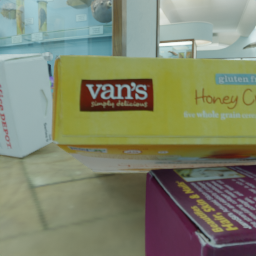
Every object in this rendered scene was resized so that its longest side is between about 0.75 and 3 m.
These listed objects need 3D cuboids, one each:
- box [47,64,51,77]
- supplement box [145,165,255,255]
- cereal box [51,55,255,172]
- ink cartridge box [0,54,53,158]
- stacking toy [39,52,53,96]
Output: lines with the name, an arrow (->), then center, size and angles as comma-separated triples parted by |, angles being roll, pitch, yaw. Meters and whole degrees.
box -> -3.243, -1.093, 8.938 | 1.192, 1.997, 2.031 | 1, 10, -1
supplement box -> 0.953, 0.705, 1.648 | 1.541, 0.795, 1.009 | -1, 8, -8
cereal box -> 0.559, 0.138, 2.956 | 2.117, 0.582, 2.943 | 0, -12, -2
ink cartridge box -> -2.802, -0.515, 5.603 | 2.450, 1.788, 1.030 | 4, 20, 25
stacking toy -> -2.204, -1.147, 8.057 | 0.450, 1.443, 1.913 | -13, 41, -10
